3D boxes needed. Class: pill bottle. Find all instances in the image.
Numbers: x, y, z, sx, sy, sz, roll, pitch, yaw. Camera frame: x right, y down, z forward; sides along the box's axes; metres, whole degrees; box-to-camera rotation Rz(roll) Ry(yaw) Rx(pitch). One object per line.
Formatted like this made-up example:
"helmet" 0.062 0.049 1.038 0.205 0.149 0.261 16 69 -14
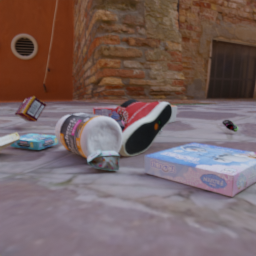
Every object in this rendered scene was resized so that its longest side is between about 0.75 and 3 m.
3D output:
"pill bottle" -1.259 0.216 8.289 1.290 1.290 2.217 -6 9 -36

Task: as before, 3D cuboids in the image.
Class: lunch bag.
"lunch bag" -0.639 0.798 6.956 0.767 0.468 0.653 2 4 -12

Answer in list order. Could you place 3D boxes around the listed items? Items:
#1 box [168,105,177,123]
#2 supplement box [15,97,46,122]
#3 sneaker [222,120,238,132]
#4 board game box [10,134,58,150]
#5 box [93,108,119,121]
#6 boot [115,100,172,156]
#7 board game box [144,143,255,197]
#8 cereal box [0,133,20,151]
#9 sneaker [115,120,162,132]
"box" 1.827 -0.846 16.455 1.245 0.976 2.001 14 14 35
"supplement box" -4.903 -0.910 14.023 0.766 0.987 1.788 37 -19 -28
"sneaker" 4.569 -0.134 12.663 0.391 0.359 0.934 16 16 -27
"board game box" -3.204 0.466 9.568 1.262 0.296 0.953 4 12 27
"box" -0.862 -0.587 14.850 1.955 0.975 0.933 -1 6 -11
"boot" 0.008 -0.106 9.348 1.935 0.971 2.682 12 38 35
"board game box" 1.910 0.852 6.623 2.189 0.475 2.178 8 12 44
"cereal box" -3.858 0.551 8.101 0.952 0.261 1.323 -29 3 9
"sneaker" 0.244 -0.356 12.911 2.703 1.109 0.948 1 7 14
